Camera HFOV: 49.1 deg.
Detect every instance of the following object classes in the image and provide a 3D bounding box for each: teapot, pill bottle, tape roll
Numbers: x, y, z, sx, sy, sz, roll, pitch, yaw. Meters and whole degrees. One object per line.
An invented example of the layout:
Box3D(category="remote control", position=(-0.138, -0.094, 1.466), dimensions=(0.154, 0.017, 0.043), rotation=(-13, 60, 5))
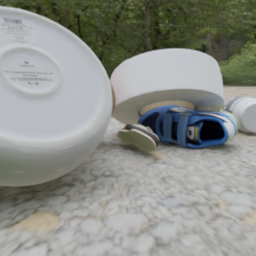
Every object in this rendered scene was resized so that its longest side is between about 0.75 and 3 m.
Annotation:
Box3D(category="teapot", position=(-1.870, -0.243, 4.521), dimensions=(2.971, 2.169, 2.932), rotation=(32, 47, -12))
Box3D(category="pill bottle", position=(3.571, -0.424, 8.514), dimensions=(1.018, 1.018, 1.758), rotation=(1, 11, 3))
Box3D(category="tape roll", position=(0.983, -0.865, 7.293), dimensions=(2.880, 1.007, 2.880), rotation=(-3, -17, -1))

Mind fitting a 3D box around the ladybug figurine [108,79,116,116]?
Box3D(category="ladybug figurine", position=(-1.159, -0.552, 6.484), dimensions=(1.579, 2.326, 0.837), rotation=(12, 46, -23))

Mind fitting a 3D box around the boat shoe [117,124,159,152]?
Box3D(category="boat shoe", position=(0.276, 0.160, 6.199), dimensions=(0.469, 0.533, 1.498), rotation=(-30, 16, -21))

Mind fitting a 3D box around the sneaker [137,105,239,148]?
Box3D(category="sneaker", position=(1.343, -0.025, 6.732), dimensions=(2.467, 0.912, 1.014), rotation=(0, 16, 20))
